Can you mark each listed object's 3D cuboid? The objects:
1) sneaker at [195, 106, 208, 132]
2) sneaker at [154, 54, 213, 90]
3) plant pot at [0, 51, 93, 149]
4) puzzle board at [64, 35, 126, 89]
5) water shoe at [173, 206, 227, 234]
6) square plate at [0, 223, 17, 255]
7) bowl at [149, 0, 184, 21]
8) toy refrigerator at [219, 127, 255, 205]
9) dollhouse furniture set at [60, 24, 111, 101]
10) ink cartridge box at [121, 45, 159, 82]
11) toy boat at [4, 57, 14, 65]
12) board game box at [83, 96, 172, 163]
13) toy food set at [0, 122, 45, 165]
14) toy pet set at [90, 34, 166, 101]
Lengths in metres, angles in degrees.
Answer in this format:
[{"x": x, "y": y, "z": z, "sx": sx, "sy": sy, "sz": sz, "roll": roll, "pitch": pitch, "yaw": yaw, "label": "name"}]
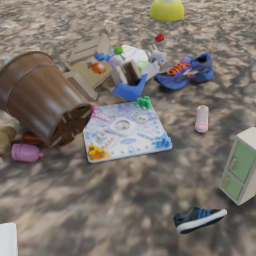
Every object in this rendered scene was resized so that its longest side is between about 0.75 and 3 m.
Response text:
[{"x": 2.346, "y": -0.335, "z": 8.902, "sx": 0.386, "sy": 0.536, "sz": 1.025, "roll": 2, "pitch": 37, "yaw": 17, "label": "sneaker"}, {"x": 2.117, "y": -2.224, "z": 10.672, "sx": 2.642, "sy": 1.036, "sz": 0.995, "roll": -20, "pitch": 37, "yaw": -24, "label": "sneaker"}, {"x": -2.236, "y": -0.672, "z": 7.799, "sx": 2.084, "sy": 2.105, "sz": 2.105, "roll": 41, "pitch": 53, "yaw": 15, "label": "plant pot"}, {"x": -1.362, "y": -2.607, "z": 11.154, "sx": 1.868, "sy": 0.216, "sz": 2.479, "roll": -41, "pitch": 50, "yaw": 0, "label": "puzzle board"}, {"x": 1.541, "y": 1.850, "z": 5.973, "sx": 1.184, "sy": 0.423, "sz": 0.467, "roll": -12, "pitch": 54, "yaw": -18, "label": "water shoe"}, {"x": -3.419, "y": 2.992, "z": 4.770, "sx": 2.906, "sy": 0.417, "sz": 2.933, "roll": -12, "pitch": 32, "yaw": -18, "label": "square plate"}, {"x": 2.319, "y": -7.213, "z": 16.466, "sx": 2.091, "sy": 1.125, "sz": 2.091, "roll": 0, "pitch": 40, "yaw": 0, "label": "bowl"}, {"x": 2.711, "y": 0.937, "z": 6.498, "sx": 0.633, "sy": 1.810, "sz": 0.687, "roll": -22, "pitch": 46, "yaw": -23, "label": "toy refrigerator"}, {"x": -1.529, "y": -2.178, "z": 9.903, "sx": 2.071, "sy": 1.186, "sz": 2.428, "roll": -7, "pitch": 51, "yaw": 32, "label": "dollhouse furniture set"}, {"x": -0.003, "y": -2.705, "z": 11.495, "sx": 2.275, "sy": 0.766, "sz": 1.332, "roll": 26, "pitch": 48, "yaw": 28, "label": "ink cartridge box"}, {"x": -4.020, "y": -2.207, "z": 10.749, "sx": 1.787, "sy": 0.988, "sz": 2.126, "roll": -1, "pitch": 39, "yaw": -2, "label": "toy boat"}, {"x": -0.175, "y": -0.093, "z": 8.833, "sx": 2.480, "sy": 0.321, "sz": 2.480, "roll": -9, "pitch": 42, "yaw": -10, "label": "board game box"}, {"x": -2.919, "y": 0.263, "z": 8.385, "sx": 1.868, "sy": 0.463, "sz": 2.938, "roll": 29, "pitch": 41, "yaw": 29, "label": "toy food set"}, {"x": 0.068, "y": -1.674, "z": 9.029, "sx": 2.369, "sy": 2.212, "sz": 1.258, "roll": -24, "pitch": 86, "yaw": -20, "label": "toy pet set"}]
